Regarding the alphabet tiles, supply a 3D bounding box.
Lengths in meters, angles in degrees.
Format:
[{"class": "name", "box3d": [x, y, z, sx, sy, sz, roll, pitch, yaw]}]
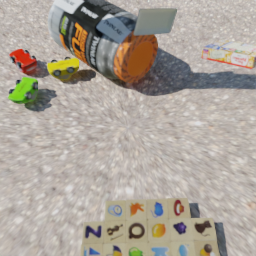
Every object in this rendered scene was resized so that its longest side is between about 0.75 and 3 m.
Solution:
[{"class": "alphabet tiles", "box3d": [0.373, 2.235, 4.946, 2.447, 0.077, 2.036, -3, 53, 2]}]

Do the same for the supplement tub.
[{"class": "supplement tub", "box3d": [-0.734, -2.615, 8.007, 2.997, 1.836, 1.836, 37, 59, 28]}]

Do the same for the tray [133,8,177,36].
[{"class": "tray", "box3d": [0.640, -2.580, 6.747, 1.191, 0.639, 0.132, -16, 50, -33]}]

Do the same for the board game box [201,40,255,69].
[{"class": "board game box", "box3d": [2.024, -1.420, 5.292, 0.996, 0.231, 0.755, 25, 41, 37]}]

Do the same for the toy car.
[{"class": "toy car", "box3d": [-2.627, -1.343, 7.826, 2.194, 0.489, 2.065, 11, 51, 10]}]
